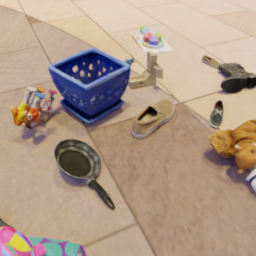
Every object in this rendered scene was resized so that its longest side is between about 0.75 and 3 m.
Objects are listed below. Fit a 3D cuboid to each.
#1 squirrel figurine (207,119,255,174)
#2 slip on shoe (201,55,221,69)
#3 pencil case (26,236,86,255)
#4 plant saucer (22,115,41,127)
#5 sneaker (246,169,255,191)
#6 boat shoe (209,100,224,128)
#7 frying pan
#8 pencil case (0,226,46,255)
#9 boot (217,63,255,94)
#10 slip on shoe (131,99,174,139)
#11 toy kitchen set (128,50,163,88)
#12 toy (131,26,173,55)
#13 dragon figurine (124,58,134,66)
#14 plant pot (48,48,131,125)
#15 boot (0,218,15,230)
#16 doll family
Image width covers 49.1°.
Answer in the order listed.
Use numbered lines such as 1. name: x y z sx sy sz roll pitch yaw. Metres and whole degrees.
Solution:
1. squirrel figurine: 3.769 0.696 9.466 2.064 1.461 1.927 4 28 32
2. slip on shoe: 4.543 -3.561 15.075 0.477 0.380 1.254 -33 51 -31
3. pencil case: -2.305 3.284 6.850 2.477 1.054 1.145 5 28 6
4. plant saucer: -4.034 -0.355 11.627 0.843 0.136 0.843 1 42 -1
5. sneaker: 5.046 1.525 9.092 2.429 0.928 0.978 -22 55 -14
6. boat shoe: 3.699 -0.590 11.653 0.531 0.500 1.479 15 45 14
7. frying pan: -1.279 1.419 9.373 2.815 0.458 1.703 39 33 5
8. pencil case: -3.153 3.457 5.899 2.818 1.245 1.245 -45 53 -6
9. boot: 5.045 -2.567 13.781 2.333 0.808 2.031 -10 38 -19
10. slip on shoe: 1.054 -0.581 11.386 0.984 0.784 2.588 29 49 31
11. toy kitchen set: 0.769 -2.606 13.077 1.359 1.506 1.229 -12 38 -14
12. toy: 1.405 -5.519 17.057 1.692 0.694 2.938 -13 43 -13
13. dragon figurine: 0.038 -3.509 15.080 0.504 0.298 1.013 7 41 8
14. plant pot: -1.519 -1.642 11.557 2.398 2.156 2.398 33 50 31
15. boot: -3.934 2.987 7.561 0.992 0.555 1.434 24 49 18
16. doll family: -3.707 -0.779 10.738 1.132 1.559 2.512 24 11 -3
